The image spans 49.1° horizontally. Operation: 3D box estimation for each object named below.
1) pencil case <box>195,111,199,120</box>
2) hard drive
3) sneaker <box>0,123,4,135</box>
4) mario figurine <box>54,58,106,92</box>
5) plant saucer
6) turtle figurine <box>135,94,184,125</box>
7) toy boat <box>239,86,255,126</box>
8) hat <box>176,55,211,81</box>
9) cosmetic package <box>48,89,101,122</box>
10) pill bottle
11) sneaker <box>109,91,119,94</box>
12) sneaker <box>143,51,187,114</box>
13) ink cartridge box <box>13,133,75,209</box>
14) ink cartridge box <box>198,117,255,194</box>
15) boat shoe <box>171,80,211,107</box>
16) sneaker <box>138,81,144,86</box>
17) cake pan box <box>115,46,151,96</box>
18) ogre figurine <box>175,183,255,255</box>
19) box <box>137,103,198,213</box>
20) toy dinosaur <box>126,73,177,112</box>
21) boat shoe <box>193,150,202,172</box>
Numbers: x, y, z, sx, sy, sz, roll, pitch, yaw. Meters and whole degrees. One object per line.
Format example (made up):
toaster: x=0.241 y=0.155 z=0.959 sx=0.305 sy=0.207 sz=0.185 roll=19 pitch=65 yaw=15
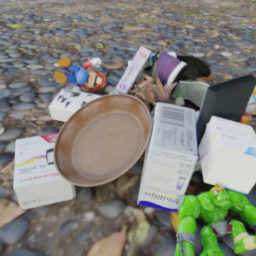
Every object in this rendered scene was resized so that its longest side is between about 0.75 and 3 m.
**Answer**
pencil case: x=2.785 y=-0.127 z=10.081 sx=2.352 sy=1.067 sz=0.978 roll=-17 pitch=-3 yaw=-22
hard drive: x=2.937 y=-0.291 z=8.901 sx=1.857 sy=2.661 sz=0.438 roll=-18 pitch=46 yaw=-26
sneaker: x=-5.382 y=0.020 z=10.250 sx=1.444 sy=0.664 sz=0.547 roll=-18 pitch=39 yaw=-23
mario figurine: x=-1.805 y=-2.221 z=12.174 sx=2.613 sy=1.613 sz=1.385 roll=4 pitch=47 yaw=-58
plant saucer: x=-0.677 y=0.336 z=7.726 sx=2.942 sy=0.538 sz=2.942 roll=-14 pitch=51 yaw=17
turtle figurine: x=1.078 y=-0.781 z=10.746 sx=1.844 sy=1.369 sz=1.902 roll=-31 pitch=49 yaw=-29
toy boat: x=4.747 y=-1.117 z=11.201 sx=2.513 sy=1.389 sz=2.990 roll=13 pitch=37 yaw=18
hat: x=2.689 y=-2.493 z=13.153 sx=2.423 sy=2.423 sz=0.977 roll=16 pitch=82 yaw=22
cosmetic package: x=-1.479 y=-0.693 z=10.980 sx=2.945 sy=0.746 sz=1.216 roll=12 pitch=49 yaw=13
pill bottle: x=1.057 y=-2.617 z=12.134 sx=2.038 sy=1.129 sz=1.129 roll=-4 pitch=35 yaw=6
sneaker: x=-0.474 y=-1.567 z=12.581 sx=0.889 sy=0.542 sz=1.362 roll=0 pitch=34 yaw=-1
sneaker: x=1.138 y=-1.739 z=10.676 sx=1.292 sy=2.950 sz=1.117 roll=39 pitch=58 yaw=10
ink cartridge box: x=-2.514 y=1.191 z=8.419 sx=1.553 sy=0.882 sz=2.131 roll=-10 pitch=37 yaw=-13
ink cartridge box: x=2.678 y=0.610 z=7.475 sx=1.178 sy=1.148 sz=1.833 roll=16 pitch=29 yaw=0
boat shoe: x=2.961 y=-1.519 z=11.796 sx=0.868 sy=1.028 sz=2.883 roll=-15 pitch=25 yaw=-30
sneaker: x=0.560 y=-1.696 z=12.585 sx=1.371 sy=0.949 sz=2.447 roll=5 pitch=26 yaw=14
cake pan box: x=0.212 y=-1.974 z=10.686 sx=0.494 sy=1.887 sz=1.738 roll=31 pitch=-2 yaw=7
ogre figurine: x=2.165 y=2.253 z=6.749 sx=2.580 sy=1.266 sz=1.547 roll=-17 pitch=54 yaw=0
box: x=1.069 y=0.805 z=7.741 sx=1.151 sy=2.193 sz=2.017 roll=12 pitch=38 yaw=3
toy dinosaur: x=0.828 y=-1.064 z=8.874 sx=1.939 sy=0.832 sz=1.314 roll=-1 pitch=39 yaw=-28
boat shoe: x=2.536 y=0.989 z=8.825 sx=1.692 sy=0.721 sz=0.625 roll=-26 pitch=44 yaw=-5
